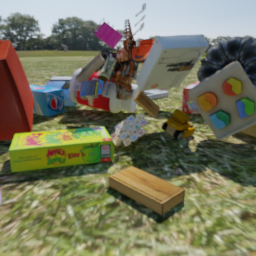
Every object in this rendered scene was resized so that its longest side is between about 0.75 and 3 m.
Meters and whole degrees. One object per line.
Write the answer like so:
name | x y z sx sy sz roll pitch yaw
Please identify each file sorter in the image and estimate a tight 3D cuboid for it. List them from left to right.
file sorter | -0.655 -3.174 9.403 0.816 0.567 0.512 36 0 -4

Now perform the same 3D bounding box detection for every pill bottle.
pill bottle | -0.961 -1.500 11.785 2.699 1.515 1.515 15 21 13

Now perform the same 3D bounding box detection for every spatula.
spatula | 0.409 -3.846 9.985 0.108 0.939 1.350 19 40 11

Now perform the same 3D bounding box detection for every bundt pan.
bundt pan | 3.232 -1.647 8.531 2.506 2.506 0.940 12 3 33

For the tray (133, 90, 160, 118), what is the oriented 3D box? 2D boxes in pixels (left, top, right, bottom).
tray | 0.520 -0.646 7.640 0.139 0.752 0.371 -35 19 49

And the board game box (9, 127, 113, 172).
board game box | -1.712 0.504 7.336 2.447 0.583 1.243 -5 19 -14

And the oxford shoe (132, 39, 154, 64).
oxford shoe | 0.624 -2.619 10.099 0.711 0.724 1.997 3 32 18

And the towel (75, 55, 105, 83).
towel | -1.433 -2.218 10.587 1.294 0.223 0.857 -42 -3 7

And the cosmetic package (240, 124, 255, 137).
cosmetic package | 4.575 -0.145 8.880 1.280 0.865 2.433 -8 20 -24

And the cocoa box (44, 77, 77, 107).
cocoa box | -2.933 -1.667 12.798 1.492 0.995 0.979 6 46 25

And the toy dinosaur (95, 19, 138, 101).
toy dinosaur | -0.137 -2.579 10.924 1.503 2.942 1.996 29 -10 -34

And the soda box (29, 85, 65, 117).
soda box | -4.156 -1.258 12.076 2.992 1.015 0.960 11 21 32

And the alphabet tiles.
alphabet tiles | 0.016 0.051 8.287 1.173 0.086 1.147 -35 35 2

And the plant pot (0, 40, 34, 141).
plant pot | -4.637 -1.337 8.952 2.798 2.468 2.801 -4 33 -15

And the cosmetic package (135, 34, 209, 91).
cosmetic package | 1.382 -2.119 9.367 1.680 0.576 2.228 -8 -24 -21

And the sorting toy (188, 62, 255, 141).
sorting toy | 2.829 -0.713 8.044 1.670 1.805 0.329 -32 -1 32

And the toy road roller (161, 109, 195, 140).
toy road roller | 1.663 -0.166 8.800 1.111 0.811 0.682 -13 42 -46

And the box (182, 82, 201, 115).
box | 3.228 -1.342 12.228 1.129 1.081 2.265 9 20 26

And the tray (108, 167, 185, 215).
tray | 0.342 1.210 5.700 0.714 0.268 1.447 -17 25 -42

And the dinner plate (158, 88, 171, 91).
dinner plate | 1.586 -2.301 12.579 1.270 1.270 0.154 7 20 20

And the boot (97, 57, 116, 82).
boot | -0.694 -1.995 9.448 0.389 0.834 1.078 27 2 -10

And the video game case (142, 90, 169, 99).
video game case | 0.558 -1.899 15.302 2.246 0.289 2.471 -13 23 -37

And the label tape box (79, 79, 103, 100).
label tape box | -1.315 -1.445 10.518 0.932 0.668 0.308 -3 -22 18
